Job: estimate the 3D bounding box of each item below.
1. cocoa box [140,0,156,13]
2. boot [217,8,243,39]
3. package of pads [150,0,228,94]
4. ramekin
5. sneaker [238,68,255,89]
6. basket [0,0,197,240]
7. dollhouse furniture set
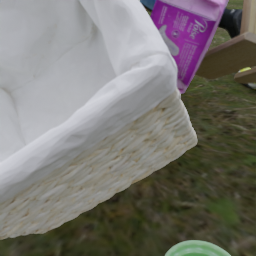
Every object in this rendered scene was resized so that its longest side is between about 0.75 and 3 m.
[{"bbox_3d":[0.835,-2.929,5.972,0.879,0.893,1.339,27,11,-7],"label":"cocoa box"},{"bbox_3d":[2.787,-3.094,8.416,0.564,1.416,1.718,-45,47,-8],"label":"boot"},{"bbox_3d":[0.869,-1.525,3.986,0.790,1.258,2.088,23,43,7],"label":"package of pads"},{"bbox_3d":[0.922,2.042,3.581,1.047,0.511,1.047,0,30,0],"label":"ramekin"},{"bbox_3d":[4.686,-1.775,9.797,0.841,0.852,2.230,-8,31,-11],"label":"sneaker"},{"bbox_3d":[-0.796,-0.373,2.509,2.161,1.738,2.141,-33,66,11],"label":"basket"},{"bbox_3d":[2.449,-2.090,5.218,2.135,2.245,1.830,11,-7,-20],"label":"dollhouse furniture set"}]
